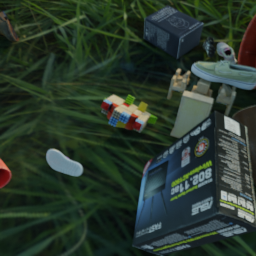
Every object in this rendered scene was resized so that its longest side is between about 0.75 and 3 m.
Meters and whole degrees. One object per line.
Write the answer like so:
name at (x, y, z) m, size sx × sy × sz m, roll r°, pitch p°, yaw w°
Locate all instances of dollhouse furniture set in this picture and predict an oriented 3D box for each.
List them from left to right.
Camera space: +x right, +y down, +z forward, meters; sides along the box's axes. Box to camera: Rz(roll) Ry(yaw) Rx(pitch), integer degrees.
dollhouse furniture set at (2.038, -0.646, 8.316) m, size 1.851 × 1.311 × 2.015 m, roll 18°, pitch 33°, yaw 13°

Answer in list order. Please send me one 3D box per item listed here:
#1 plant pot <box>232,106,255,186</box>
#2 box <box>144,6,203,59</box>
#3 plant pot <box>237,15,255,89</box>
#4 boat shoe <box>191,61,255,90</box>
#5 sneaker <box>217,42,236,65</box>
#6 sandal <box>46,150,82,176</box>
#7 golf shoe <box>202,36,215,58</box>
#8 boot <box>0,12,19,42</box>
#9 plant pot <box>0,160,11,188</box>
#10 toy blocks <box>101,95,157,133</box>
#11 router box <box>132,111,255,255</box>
plant pot at (3.548, 0.545, 6.942) m, size 1.711 × 1.711 × 1.830 m, roll 2°, pitch 71°, yaw 2°
box at (1.660, -3.608, 10.484) m, size 1.301 × 0.938 × 1.752 m, roll -36°, pitch 60°, yaw -24°
plant pot at (5.165, -2.294, 8.699) m, size 2.441 × 2.510 × 2.510 m, roll 7°, pitch 52°, yaw -4°
boat shoe at (2.876, -1.701, 8.336) m, size 1.923 × 0.597 × 0.692 m, roll 17°, pitch 40°, yaw 11°
sneaker at (3.501, -2.727, 9.961) m, size 0.439 × 0.476 × 1.079 m, roll -27°, pitch 55°, yaw 7°
sandal at (-1.668, 0.952, 7.346) m, size 1.171 × 0.288 × 0.477 m, roll 26°, pitch 93°, yaw 22°
golf shoe at (2.977, -2.925, 10.367) m, size 0.346 × 0.420 × 0.889 m, roll 21°, pitch 63°, yaw -27°
boot at (-4.931, -3.672, 10.753) m, size 1.057 × 0.814 × 2.180 m, roll -30°, pitch 48°, yaw -9°
plant pot at (-3.442, 1.053, 6.984) m, size 0.808 × 0.808 × 0.715 m, roll -28°, pitch 53°, yaw -20°
toy blocks at (-0.122, -0.345, 7.693) m, size 1.649 × 0.824 × 1.127 m, roll 28°, pitch 23°, yaw 8°
router box at (1.171, 1.234, 5.609) m, size 0.837 × 2.695 × 2.019 m, roll 24°, pitch 50°, yaw -16°
